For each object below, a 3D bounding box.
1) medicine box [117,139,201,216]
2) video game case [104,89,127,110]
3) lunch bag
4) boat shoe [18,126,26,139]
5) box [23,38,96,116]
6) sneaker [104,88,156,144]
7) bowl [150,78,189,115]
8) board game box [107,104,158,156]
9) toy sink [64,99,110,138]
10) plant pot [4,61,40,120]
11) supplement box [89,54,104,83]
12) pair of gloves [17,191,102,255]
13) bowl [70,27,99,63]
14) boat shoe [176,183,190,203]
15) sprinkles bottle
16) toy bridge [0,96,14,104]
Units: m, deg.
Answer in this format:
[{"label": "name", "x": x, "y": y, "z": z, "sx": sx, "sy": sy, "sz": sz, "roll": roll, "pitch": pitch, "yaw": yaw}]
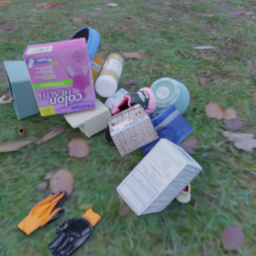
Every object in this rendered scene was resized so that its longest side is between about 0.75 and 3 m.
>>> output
[{"label": "medicine box", "x": 0.947, "y": 1.456, "z": 8.051, "sx": 1.947, "sy": 1.773, "sz": 1.002, "roll": -48, "pitch": 62, "yaw": 9}, {"label": "video game case", "x": -0.031, "y": -0.910, "z": 11.848, "sx": 1.479, "sy": 0.371, "sz": 1.632, "roll": 35, "pitch": 30, "yaw": 4}, {"label": "lunch bag", "x": 1.106, "y": 0.126, "z": 10.077, "sx": 1.377, "sy": 2.027, "sz": 1.341, "roll": -35, "pitch": 87, "yaw": -41}, {"label": "boat shoe", "x": -4.359, "y": 0.103, "z": 11.491, "sx": 0.272, "sy": 0.257, "sz": 0.757, "roll": -17, "pitch": 44, "yaw": -18}, {"label": "box", "x": -2.484, "y": -1.907, "z": 10.664, "sx": 2.169, "sy": 2.466, "sz": 1.192, "roll": -9, "pitch": 34, "yaw": -4}, {"label": "sneaker", "x": -0.284, "y": -0.346, "z": 10.075, "sx": 1.366, "sy": 2.864, "sz": 1.132, "roll": -12, "pitch": 61, "yaw": -44}, {"label": "bowl", "x": 1.576, "y": -1.337, "z": 11.690, "sx": 1.835, "sy": 0.960, "sz": 1.835, "roll": -7, "pitch": 70, "yaw": 18}, {"label": "board game box", "x": 0.076, "y": 0.011, "z": 7.806, "sx": 1.095, "sy": 0.665, "sz": 1.374, "roll": -26, "pitch": 21, "yaw": 0}, {"label": "toy sink", "x": -1.619, "y": -0.313, "z": 11.390, "sx": 1.600, "sy": 0.897, "sz": 1.043, "roll": -29, "pitch": 44, "yaw": -20}, {"label": "plant pot", "x": -4.216, "y": -1.836, "z": 12.551, "sx": 1.992, "sy": 1.956, "sz": 1.951, "roll": -14, "pitch": 42, "yaw": -23}, {"label": "supplement box", "x": -1.979, "y": -2.192, "z": 12.473, "sx": 0.764, "sy": 0.790, "sz": 2.296, "roll": 19, "pitch": 78, "yaw": 54}, {"label": "pair of gloves", "x": -2.035, "y": 2.813, "z": 8.379, "sx": 2.027, "sy": 0.251, "sz": 1.806, "roll": 26, "pitch": 46, "yaw": 23}, {"label": "bowl", "x": -2.262, "y": -3.340, "z": 12.378, "sx": 2.489, "sy": 0.488, "sz": 2.489, "roll": -28, "pitch": 46, "yaw": 34}, {"label": "boat shoe", "x": 1.747, "y": 1.666, "z": 9.400, "sx": 0.618, "sy": 0.580, "sz": 1.677, "roll": -4, "pitch": 43, "yaw": -10}, {"label": "sprinkles bottle", "x": -0.744, "y": -2.282, "z": 11.931, "sx": 0.847, "sy": 0.847, "sz": 2.482, "roll": 5, "pitch": 38, "yaw": 5}, {"label": "toy bridge", "x": -5.915, "y": -1.327, "z": 13.178, "sx": 1.111, "sy": 0.151, "sz": 0.373, "roll": 14, "pitch": 56, "yaw": 24}]
